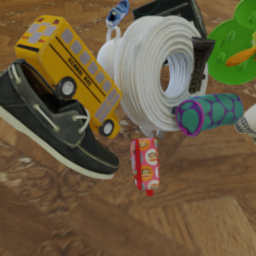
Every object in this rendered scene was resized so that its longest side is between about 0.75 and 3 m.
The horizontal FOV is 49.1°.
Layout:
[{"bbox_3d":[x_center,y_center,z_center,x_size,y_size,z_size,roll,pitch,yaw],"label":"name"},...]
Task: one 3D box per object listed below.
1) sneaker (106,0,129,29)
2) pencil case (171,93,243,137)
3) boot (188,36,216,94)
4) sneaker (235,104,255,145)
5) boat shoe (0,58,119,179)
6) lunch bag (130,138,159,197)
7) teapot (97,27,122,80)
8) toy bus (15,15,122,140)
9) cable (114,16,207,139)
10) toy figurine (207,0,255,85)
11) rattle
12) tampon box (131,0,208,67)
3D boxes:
[{"bbox_3d":[-0.265,-2.912,7.103,0.310,0.838,0.345,34,2,10],"label":"sneaker"},{"bbox_3d":[2.124,-0.369,7.223,2.129,0.984,0.906,-11,49,-41],"label":"pencil case"},{"bbox_3d":[1.596,-1.351,6.293,0.483,1.213,1.394,17,12,22],"label":"boot"},{"bbox_3d":[3.179,0.030,6.103,2.331,0.938,0.890,24,38,-40],"label":"sneaker"},{"bbox_3d":[-0.960,-0.029,4.395,0.820,2.424,0.871,-43,23,13],"label":"boat shoe"},{"bbox_3d":[0.299,0.680,4.802,0.448,1.094,0.964,-5,82,-1],"label":"lunch bag"},{"bbox_3d":[-0.191,-2.588,9.901,1.771,1.294,1.748,26,39,-5],"label":"teapot"},{"bbox_3d":[-0.991,-0.842,5.743,0.892,2.741,1.073,22,73,38],"label":"toy bus"},{"bbox_3d":[0.922,-1.335,7.183,1.008,2.911,2.910,15,73,46],"label":"cable"},{"bbox_3d":[3.600,-2.990,9.255,1.974,2.630,2.421,20,28,6],"label":"toy figurine"},{"bbox_3d":[3.492,-1.349,6.805,1.283,1.971,1.408,16,64,52],"label":"rattle"},{"bbox_3d":[1.591,-3.254,9.602,1.910,1.609,2.549,-15,-1,23],"label":"tampon box"}]
